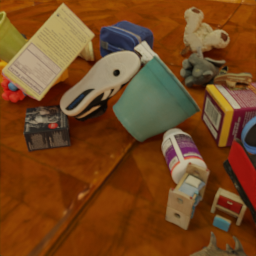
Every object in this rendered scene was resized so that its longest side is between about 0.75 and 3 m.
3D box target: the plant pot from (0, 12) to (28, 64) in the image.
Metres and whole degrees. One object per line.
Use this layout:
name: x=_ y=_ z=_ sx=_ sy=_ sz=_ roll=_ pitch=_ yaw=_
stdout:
plant pot: x=-4.008 y=-2.769 z=9.252 sx=1.460 sy=1.342 sz=1.460 roll=-22 pitch=47 yaw=27

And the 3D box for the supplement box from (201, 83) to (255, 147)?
supplement box: x=3.771 y=-0.469 z=8.593 sx=2.535 sy=1.308 sz=1.659 roll=-3 pitch=33 yaw=-4

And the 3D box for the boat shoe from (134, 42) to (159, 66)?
boat shoe: x=0.689 y=-2.323 z=9.552 sx=0.524 sy=0.577 sz=1.568 roll=-29 pitch=49 yaw=1

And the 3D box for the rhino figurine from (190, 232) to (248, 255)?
rhino figurine: x=1.329 y=2.801 z=4.704 sx=1.223 sy=0.836 sz=2.798 roll=24 pitch=41 yaw=28

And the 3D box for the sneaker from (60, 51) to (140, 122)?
sneaker: x=-0.717 y=-1.232 z=8.751 sx=2.714 sy=1.518 sz=0.991 roll=-34 pitch=73 yaw=7

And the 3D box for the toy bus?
toy bus: x=-4.093 y=-2.129 z=10.745 sx=2.661 sy=1.806 sz=2.555 roll=18 pitch=56 yaw=25

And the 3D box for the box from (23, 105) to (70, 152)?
box: x=-2.452 y=-0.034 z=8.562 sx=1.237 sy=0.707 sz=1.358 roll=-8 pitch=38 yaw=-10

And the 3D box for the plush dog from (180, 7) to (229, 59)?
plush dog: x=3.623 y=-4.484 z=13.980 sx=2.529 sy=2.029 sz=2.173 roll=44 pitch=34 yaw=7

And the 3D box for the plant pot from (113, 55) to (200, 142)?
plant pot: x=0.679 y=-0.697 z=8.187 sx=1.932 sy=2.056 sz=2.056 roll=-39 pitch=39 yaw=10

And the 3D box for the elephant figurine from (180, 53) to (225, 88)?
elephant figurine: x=3.216 y=-2.301 z=11.236 sx=1.977 sy=1.399 sz=1.534 roll=-5 pitch=63 yaw=-32

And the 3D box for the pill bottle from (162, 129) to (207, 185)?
pill bottle: x=1.412 y=0.718 z=7.409 sx=0.880 sy=0.880 sz=1.566 roll=-5 pitch=37 yaw=-7

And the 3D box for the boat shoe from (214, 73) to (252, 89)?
boat shoe: x=3.140 y=-1.398 z=8.416 sx=1.086 sy=0.411 sz=0.401 roll=-2 pitch=76 yaw=21

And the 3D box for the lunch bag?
lunch bag: x=-0.101 y=-3.629 z=12.558 sx=2.421 sy=1.645 sz=1.602 roll=31 pitch=47 yaw=32

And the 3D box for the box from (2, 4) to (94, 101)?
box: x=-2.447 y=-2.129 z=8.282 sx=2.430 sy=1.175 sz=2.137 roll=-52 pitch=25 yaw=-10

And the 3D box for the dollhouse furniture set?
dollhouse furniture set: x=1.728 y=1.641 z=6.064 sx=1.461 sy=1.024 sz=1.030 roll=21 pitch=42 yaw=25

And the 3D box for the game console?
game console: x=2.987 y=1.335 z=5.448 sx=1.975 sy=1.360 sz=2.291 roll=-7 pitch=59 yaw=-25

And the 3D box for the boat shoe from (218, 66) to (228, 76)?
boat shoe: x=4.077 y=-2.380 z=12.034 sx=0.329 sy=0.278 sz=0.923 roll=16 pitch=40 yaw=20

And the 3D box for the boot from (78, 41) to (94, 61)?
boot: x=-2.821 y=-3.704 z=13.205 sx=2.096 sy=0.981 sz=2.696 roll=-14 pitch=38 yaw=-18

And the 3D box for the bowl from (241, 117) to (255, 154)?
bowl: x=3.666 y=0.145 z=7.507 sx=1.312 sy=1.312 sz=0.258 roll=-5 pitch=35 yaw=-6
